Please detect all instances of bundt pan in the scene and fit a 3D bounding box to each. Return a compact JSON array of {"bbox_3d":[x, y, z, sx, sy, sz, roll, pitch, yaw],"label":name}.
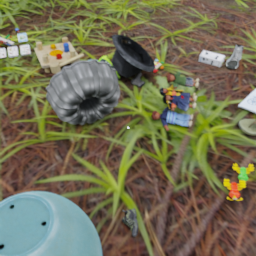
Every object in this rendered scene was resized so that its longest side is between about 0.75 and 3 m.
[{"bbox_3d":[-1.364,-1.000,9.363,2.557,2.557,0.960,-18,60,-17],"label":"bundt pan"}]

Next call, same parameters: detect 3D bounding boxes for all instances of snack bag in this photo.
[{"bbox_3d":[5.363,-0.881,10.646,1.740,0.186,1.641,29,51,35],"label":"snack bag"}]

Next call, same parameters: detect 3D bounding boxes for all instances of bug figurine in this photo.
[{"bbox_3d":[3.661,1.606,7.932,1.779,0.458,1.380,2,35,22],"label":"bug figurine"}]

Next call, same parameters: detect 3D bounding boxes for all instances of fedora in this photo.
[{"bbox_3d":[0.021,-2.857,11.860,2.410,1.100,2.410,28,32,-20],"label":"fedora"}]

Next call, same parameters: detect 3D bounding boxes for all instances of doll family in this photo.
[{"bbox_3d":[1.722,-1.014,10.367,1.449,0.983,2.506,12,49,5],"label":"doll family"}]

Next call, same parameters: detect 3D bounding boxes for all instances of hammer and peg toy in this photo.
[{"bbox_3d":[-3.058,-3.114,12.547,1.782,0.854,2.422,-18,47,-19],"label":"hammer and peg toy"}]

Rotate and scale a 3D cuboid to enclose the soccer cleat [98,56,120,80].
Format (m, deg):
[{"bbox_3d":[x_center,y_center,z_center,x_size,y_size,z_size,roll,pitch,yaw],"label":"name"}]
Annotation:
[{"bbox_3d":[-0.857,-2.545,12.275,0.639,0.533,1.578,-35,56,3],"label":"soccer cleat"}]

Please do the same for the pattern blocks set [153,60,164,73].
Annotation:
[{"bbox_3d":[1.236,-2.843,12.809,0.811,0.075,0.922,34,54,30],"label":"pattern blocks set"}]

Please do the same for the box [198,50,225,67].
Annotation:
[{"bbox_3d":[3.881,-3.220,13.019,1.046,0.314,0.610,20,48,20],"label":"box"}]

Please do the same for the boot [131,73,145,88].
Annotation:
[{"bbox_3d":[0.510,-1.999,11.875,0.518,0.275,0.787,27,57,16],"label":"boot"}]

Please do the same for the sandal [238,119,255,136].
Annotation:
[{"bbox_3d":[4.756,-0.156,9.775,1.843,0.526,0.732,-2,45,-2],"label":"sandal"}]

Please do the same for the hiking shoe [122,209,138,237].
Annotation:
[{"bbox_3d":[0.044,2.486,7.300,0.404,0.304,0.802,-6,35,-1],"label":"hiking shoe"}]

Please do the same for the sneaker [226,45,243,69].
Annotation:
[{"bbox_3d":[4.888,-3.333,12.764,0.541,0.832,1.441,20,48,19],"label":"sneaker"}]

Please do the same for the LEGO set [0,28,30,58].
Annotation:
[{"bbox_3d":[-5.805,-4.163,14.033,1.582,0.520,2.118,-13,57,-14],"label":"LEGO set"}]

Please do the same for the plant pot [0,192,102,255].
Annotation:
[{"bbox_3d":[-2.083,2.533,6.039,2.945,1.983,2.945,0,44,0],"label":"plant pot"}]
